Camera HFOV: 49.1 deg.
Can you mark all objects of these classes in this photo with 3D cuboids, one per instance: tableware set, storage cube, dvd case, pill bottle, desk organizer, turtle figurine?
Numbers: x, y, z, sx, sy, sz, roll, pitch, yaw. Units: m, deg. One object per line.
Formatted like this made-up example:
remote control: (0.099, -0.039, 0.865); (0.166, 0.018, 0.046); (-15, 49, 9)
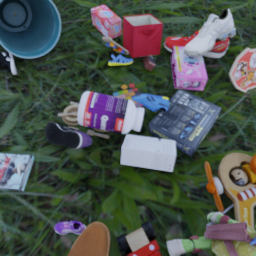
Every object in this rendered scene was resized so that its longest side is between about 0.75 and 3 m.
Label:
tableware set: (-1.458, -0.432, 10.317); (2.066, 0.414, 1.366); (12, 53, 9)
storage cube: (0.583, -3.985, 12.128); (1.322, 1.390, 1.546); (-11, 41, -15)
dvd case: (-4.063, 1.400, 9.053); (1.734, 0.191, 1.265); (4, 53, 2)
pill bottle: (-0.574, -0.473, 9.535); (2.125, 1.195, 1.195); (11, 53, 0)
desk organizer: (0.911, -2.880, 12.235); (0.337, 0.361, 0.939); (24, 31, -23)
turtle figurine: (2.472, 3.214, 7.167); (2.552, 2.632, 1.894); (-24, 80, 8)

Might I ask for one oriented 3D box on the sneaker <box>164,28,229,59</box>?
sneaker: (3.044, -3.937, 12.510); (2.865, 1.216, 1.103); (2, 51, 1)

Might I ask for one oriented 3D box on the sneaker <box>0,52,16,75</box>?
sneaker: (-5.313, -2.683, 11.948); (0.881, 0.576, 1.575); (-14, 45, -17)

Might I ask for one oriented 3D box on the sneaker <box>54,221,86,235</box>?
sneaker: (-1.638, 2.774, 7.863); (0.880, 0.389, 0.354); (2, 52, 2)

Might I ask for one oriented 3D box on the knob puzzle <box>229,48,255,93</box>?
knob puzzle: (4.629, -2.195, 10.839); (1.915, 1.915, 0.266); (-26, 29, -19)

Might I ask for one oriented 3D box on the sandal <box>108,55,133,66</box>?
sandal: (-0.335, -2.951, 12.153); (1.092, 0.476, 0.434); (-3, 17, -5)

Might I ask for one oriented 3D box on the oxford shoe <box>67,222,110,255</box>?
oxford shoe: (-1.264, 3.610, 6.826); (1.059, 1.058, 2.970); (17, 52, 14)

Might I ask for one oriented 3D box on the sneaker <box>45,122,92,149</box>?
sneaker: (-2.064, 0.310, 9.700); (1.917, 0.726, 0.839); (19, 9, 35)

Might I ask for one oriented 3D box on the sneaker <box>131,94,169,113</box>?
sneaker: (0.776, -0.843, 9.659); (1.425, 0.470, 0.559); (6, 85, -22)

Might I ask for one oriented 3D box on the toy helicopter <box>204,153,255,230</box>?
toy helicopter: (3.139, 2.047, 8.004); (1.957, 1.167, 2.960); (7, 58, 6)

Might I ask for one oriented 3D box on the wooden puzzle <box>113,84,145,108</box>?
wooden puzzle: (0.034, -1.118, 11.032); (1.029, 0.122, 1.735); (-16, 54, -12)

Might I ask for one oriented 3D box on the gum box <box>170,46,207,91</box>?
gum box: (2.492, -2.464, 11.669); (1.190, 0.693, 2.096); (2, 52, -3)

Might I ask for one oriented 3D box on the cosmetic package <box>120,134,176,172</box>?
cosmetic package: (0.653, 0.792, 9.035); (1.682, 0.683, 0.949); (8, 27, 4)

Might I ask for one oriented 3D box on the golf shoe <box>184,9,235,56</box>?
golf shoe: (3.196, -3.887, 11.328); (2.597, 1.263, 1.017); (-36, 40, -18)

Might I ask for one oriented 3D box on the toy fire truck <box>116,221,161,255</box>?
toy fire truck: (0.417, 3.382, 6.740); (1.186, 1.623, 1.843); (-27, 71, -7)

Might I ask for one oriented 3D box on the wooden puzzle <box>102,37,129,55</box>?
wooden puzzle: (-0.589, -3.547, 12.262); (0.251, 1.083, 1.003); (-57, 32, 2)

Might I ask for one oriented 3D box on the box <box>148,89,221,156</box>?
box: (2.051, -0.273, 10.095); (1.765, 0.571, 2.239); (29, 57, 21)

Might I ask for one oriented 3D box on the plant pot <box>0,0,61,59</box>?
plant pot: (-4.775, -4.811, 12.463); (2.759, 2.759, 2.592); (-28, 42, -20)

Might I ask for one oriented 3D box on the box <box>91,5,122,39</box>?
box: (-1.065, -5.182, 13.716); (0.791, 0.858, 1.672); (-27, 56, -20)
